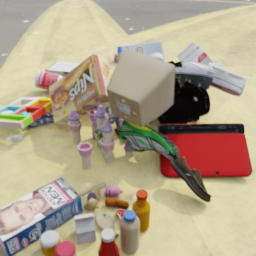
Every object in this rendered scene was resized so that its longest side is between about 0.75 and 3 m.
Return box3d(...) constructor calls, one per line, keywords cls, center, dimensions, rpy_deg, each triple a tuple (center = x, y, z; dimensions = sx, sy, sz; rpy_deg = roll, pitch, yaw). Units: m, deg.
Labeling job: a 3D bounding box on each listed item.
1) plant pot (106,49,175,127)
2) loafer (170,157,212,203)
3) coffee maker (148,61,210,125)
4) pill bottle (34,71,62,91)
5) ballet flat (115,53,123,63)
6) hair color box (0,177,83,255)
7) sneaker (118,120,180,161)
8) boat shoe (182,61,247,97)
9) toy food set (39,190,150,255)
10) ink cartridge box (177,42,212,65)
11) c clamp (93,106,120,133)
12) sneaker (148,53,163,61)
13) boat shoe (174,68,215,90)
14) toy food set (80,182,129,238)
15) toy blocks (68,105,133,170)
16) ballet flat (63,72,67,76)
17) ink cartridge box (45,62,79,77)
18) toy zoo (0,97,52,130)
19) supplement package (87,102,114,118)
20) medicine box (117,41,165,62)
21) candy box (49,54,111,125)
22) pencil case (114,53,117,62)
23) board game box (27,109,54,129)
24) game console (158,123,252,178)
box3d(cls="plant pot", center=(0.294, -1.078, 8.694), dimensions=(1.743, 1.745, 1.545), rpy_deg=(26, 61, 23))
box3d(cls="loafer", center=(1.873, 1.431, 8.027), dimensions=(0.557, 0.570, 1.560), rpy_deg=(-40, 70, 0))
box3d(cls="coffee maker", center=(1.801, -1.594, 12.101), dimensions=(2.848, 1.997, 2.965), rpy_deg=(-1, 31, 0))
box3d(cls="pill bottle", center=(-3.815, -2.285, 14.091), dimensions=(1.557, 0.874, 0.874), rpy_deg=(13, 32, -5))
box3d(cls="ballet flat", center=(0.321, -2.691, 12.262), dimensions=(1.883, 0.664, 0.615), rpy_deg=(15, 44, -10))
box3d(cls="hair color box", center=(-2.358, 2.219, 7.293), dimensions=(2.108, 0.638, 1.054), rpy_deg=(-26, 40, -35))
box3d(cls="sneaker", center=(0.664, 0.489, 9.186), dimensions=(2.269, 0.967, 0.885), rpy_deg=(29, 5, 28))
box3d(cls="boat shoe", center=(3.292, -2.076, 10.635), dimensions=(2.448, 0.855, 0.868), rpy_deg=(26, -3, 11))
box3d(cls="toy food set", center=(-0.700, 2.386, 6.470), dimensions=(2.718, 1.223, 1.298), rpy_deg=(-7, 33, -11))
box3d(cls="ink cartridge box", center=(2.761, -2.858, 11.685), dimensions=(0.937, 0.544, 1.298), rpy_deg=(-41, 42, 18))
box3d(cls="c clamp", center=(-0.425, -0.573, 9.906), dimensions=(1.656, 0.263, 1.938), rpy_deg=(-23, 20, 7))
box3d(cls="sneaker", center=(0.806, -1.786, 11.354), dimensions=(0.987, 2.533, 1.258), rpy_deg=(2, 43, -34))
box3d(cls="boat shoe", center=(2.162, -1.744, 9.909), dimensions=(0.775, 0.639, 2.258), rpy_deg=(10, 7, -22))
box3d(cls="toy food set", center=(-0.536, 2.107, 7.766), dimensions=(1.204, 0.298, 1.895), rpy_deg=(-20, 37, -31))
box3d(cls="toy blocks", center=(-0.844, -0.055, 9.739), dimensions=(2.224, 1.872, 2.078), rpy_deg=(-12, 34, -18))
box3d(cls="ballet flat", center=(-2.120, -2.620, 14.712), dimensions=(2.725, 0.995, 0.995), rpy_deg=(-2, 32, -3))
box3d(cls="ink cartridge box", center=(-3.318, -3.031, 15.519), dimensions=(2.040, 0.773, 1.508), rpy_deg=(8, 32, 9))
box3d(cls="toy zoo", center=(-4.264, -0.744, 11.590), dimensions=(1.887, 0.294, 2.877), rpy_deg=(4, 28, 20))
box3d(cls="supplement package", center=(-1.418, -1.295, 12.367), dimensions=(2.016, 1.183, 1.179), rpy_deg=(7, 33, 12))
box3d(cls="medicine box", center=(0.594, -3.486, 14.786), dimensions=(2.290, 1.179, 2.086), rpy_deg=(-8, -6, -2))
box3d(cls="candy box", center=(-1.856, -1.363, 10.722), dimensions=(2.825, 1.631, 0.781), rpy_deg=(-25, -19, 36))
box3d(cls="pencil case", center=(-0.168, -4.563, 18.087), dimensions=(1.494, 0.678, 0.700), rpy_deg=(2, 63, 2))
box3d(cls="board game box", center=(-3.526, -0.600, 12.067), dimensions=(1.839, 0.318, 1.246), rpy_deg=(-17, 36, -25))
box3d(cls="game console", center=(2.533, 0.696, 9.964), dimensions=(2.896, 1.719, 2.496), rpy_deg=(0, 1, 4))
